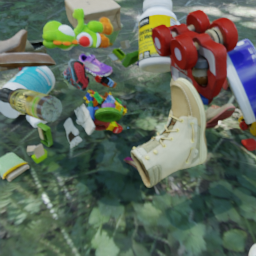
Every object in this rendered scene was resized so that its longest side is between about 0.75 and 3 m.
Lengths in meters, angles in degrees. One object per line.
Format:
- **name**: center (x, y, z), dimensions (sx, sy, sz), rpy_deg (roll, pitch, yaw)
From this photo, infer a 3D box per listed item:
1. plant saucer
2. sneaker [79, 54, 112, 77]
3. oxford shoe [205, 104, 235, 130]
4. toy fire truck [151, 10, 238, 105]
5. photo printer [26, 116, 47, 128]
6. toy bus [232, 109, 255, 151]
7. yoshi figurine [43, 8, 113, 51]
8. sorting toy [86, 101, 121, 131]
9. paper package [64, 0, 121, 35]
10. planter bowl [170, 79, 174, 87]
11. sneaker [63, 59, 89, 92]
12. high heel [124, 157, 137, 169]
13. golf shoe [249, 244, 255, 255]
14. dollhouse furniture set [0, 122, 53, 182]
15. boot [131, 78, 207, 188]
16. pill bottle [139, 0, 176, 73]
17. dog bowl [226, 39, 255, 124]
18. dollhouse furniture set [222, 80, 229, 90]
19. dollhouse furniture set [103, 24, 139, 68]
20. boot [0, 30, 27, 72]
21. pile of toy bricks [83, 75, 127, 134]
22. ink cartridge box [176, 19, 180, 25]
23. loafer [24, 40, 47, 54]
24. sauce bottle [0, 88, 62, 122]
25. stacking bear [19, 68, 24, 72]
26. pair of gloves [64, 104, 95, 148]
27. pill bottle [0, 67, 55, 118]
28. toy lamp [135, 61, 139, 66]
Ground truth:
- **plant saucer**: center (-2.528, -1.631, 6.777), dimensions (1.501, 0.259, 1.501), rpy_deg (-3, 10, 0)
- **sneaker**: center (-1.732, -3.208, 14.145), dimensions (1.997, 0.883, 0.803), rpy_deg (19, 43, 19)
- **oxford shoe**: center (2.381, -0.406, 7.670), dimensions (0.505, 1.434, 0.536), rpy_deg (-4, 72, -18)
- **toy fire truck**: center (2.009, -1.987, 8.460), dimensions (1.607, 2.407, 2.867), rpy_deg (-25, 38, -8)
- **photo printer**: center (-3.705, -0.380, 11.316), dimensions (0.653, 0.273, 0.785), rpy_deg (-31, 49, -29)
- **toy bus**: center (5.290, -0.319, 10.411), dimensions (2.642, 1.365, 2.493), rpy_deg (9, 41, 9)
- **yoshi figurine**: center (-1.605, -2.836, 8.338), dimensions (2.093, 1.176, 1.172), rpy_deg (-16, 10, -31)
- **sorting toy**: center (-0.753, -0.424, 7.772), dimensions (0.849, 1.413, 0.580), rpy_deg (11, 65, -26)
- **paper package**: center (-1.284, -4.209, 10.371), dimensions (1.646, 0.893, 1.726), rpy_deg (-20, 47, -16)
- **planter bowl**: center (2.580, -2.297, 13.186), dimensions (1.111, 0.748, 1.111), rpy_deg (1, 41, -1)
- **sneaker**: center (-1.536, -1.443, 7.759), dimensions (0.666, 1.395, 0.553), rpy_deg (18, 72, 7)
- **high heel**: center (0.165, 1.243, 9.439), dimensions (0.375, 0.263, 0.780), rpy_deg (-9, 26, -25)
- **golf shoe**: center (3.598, 2.974, 7.095), dimensions (1.580, 0.723, 0.595), rpy_deg (-33, 51, -30)
- **dollhouse furniture set**: center (-3.569, 0.759, 9.567), dimensions (1.077, 0.832, 2.155), rpy_deg (28, 48, 29)
- **boot**: center (0.944, 0.170, 7.025), dimensions (1.911, 2.459, 0.895), rpy_deg (-22, 28, -18)
- **pill bottle**: center (1.127, -3.525, 10.712), dimensions (1.452, 2.583, 1.452), rpy_deg (0, -4, 0)
- **dog bowl**: center (3.639, -1.408, 8.628), dimensions (0.965, 2.451, 2.451), rpy_deg (-23, 36, 21)
- **dollhouse furniture set**: center (5.251, -1.822, 12.342), dimensions (1.474, 1.114, 2.740), rpy_deg (-1, 41, -1)
- **dollhouse furniture set**: center (-0.568, -3.526, 11.515), dimensions (2.394, 1.197, 0.924), rpy_deg (46, 45, 9)
- **boot**: center (-3.566, -2.204, 7.743), dimensions (1.225, 0.588, 1.675), rpy_deg (6, 53, -7)
- **pile of toy bricks**: center (-0.676, -0.960, 11.392), dimensions (1.431, 1.608, 2.899), rpy_deg (25, 16, -32)
- **ink cartridge box**: center (1.724, -4.686, 13.212), dimensions (1.230, 1.679, 0.721), rpy_deg (-36, 9, 1)
- **loafer**: center (-3.661, -2.809, 9.853), dimensions (1.751, 0.610, 0.659), rpy_deg (-22, 62, -44)
- **sauce bottle**: center (-2.920, -0.737, 8.075), dimensions (2.303, 0.745, 0.745), rpy_deg (15, 42, 34)
- **stacking bear**: center (-5.006, -2.948, 14.163), dimensions (0.858, 0.488, 0.521), rpy_deg (17, 38, 4)
- **pair of gloves**: center (-1.339, -0.058, 7.427), dimensions (0.183, 1.044, 0.888), rpy_deg (10, 47, -49)
- **pill bottle**: center (-4.287, -1.540, 11.753), dimensions (1.451, 1.451, 2.619), rpy_deg (11, 41, 12)
- **toy lamp**: center (0.198, -3.602, 15.060), dimensions (0.971, 0.283, 0.283), rpy_deg (25, 47, 27)
